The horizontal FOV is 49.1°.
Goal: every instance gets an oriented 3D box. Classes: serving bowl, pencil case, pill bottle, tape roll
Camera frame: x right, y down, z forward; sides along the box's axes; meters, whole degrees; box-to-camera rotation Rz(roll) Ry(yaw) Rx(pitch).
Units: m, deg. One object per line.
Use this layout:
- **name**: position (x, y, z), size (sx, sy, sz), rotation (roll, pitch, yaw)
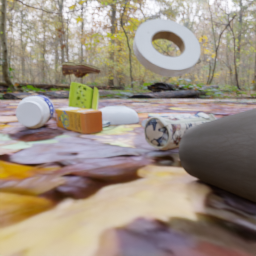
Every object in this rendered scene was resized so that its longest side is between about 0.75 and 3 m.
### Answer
- **serving bowl**: position (-0.717, -0.759, 15.925), size (2.648, 0.871, 2.648), rotation (-1, 8, 0)
- **pencil case**: position (1.711, 0.038, 9.124), size (2.647, 1.184, 1.030), rotation (-6, 44, -42)
- **pill bottle**: position (-4.587, -0.791, 13.808), size (1.532, 1.532, 2.560), rotation (-1, 9, -6)
- **tape roll**: position (1.339, -2.831, 9.817), size (2.386, 2.386, 0.436), rotation (-2, -28, -12)

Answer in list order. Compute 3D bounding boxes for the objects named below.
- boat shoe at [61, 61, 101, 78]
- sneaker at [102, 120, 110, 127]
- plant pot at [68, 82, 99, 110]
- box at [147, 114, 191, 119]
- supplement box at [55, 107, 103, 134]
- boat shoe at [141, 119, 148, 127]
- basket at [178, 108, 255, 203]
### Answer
- **boat shoe**: position (-2.236, -2.689, 13.242), size (2.090, 0.706, 0.752), rotation (11, 7, 23)
- **sneaker**: position (-1.573, -0.322, 13.782), size (1.372, 0.592, 0.532), rotation (-1, 8, -6)
- **plant pot**: position (-2.653, -1.535, 16.904), size (1.692, 1.856, 1.865), rotation (6, -12, -5)
- **box**: position (2.269, -0.480, 15.366), size (2.407, 0.454, 1.644), rotation (1, 8, 5)
- **supplement box**: position (-2.334, -0.383, 12.943), size (0.999, 0.966, 2.904), rotation (-10, 12, -36)
- **boat shoe**: position (1.343, -0.124, 13.171), size (1.421, 0.504, 0.496), rotation (0, -20, 23)
- **basket**: position (2.020, 0.474, 5.156), size (1.381, 1.832, 2.031), rotation (17, -12, -29)
